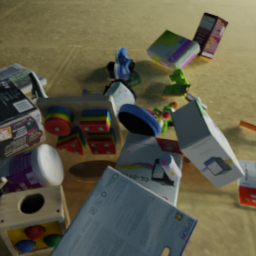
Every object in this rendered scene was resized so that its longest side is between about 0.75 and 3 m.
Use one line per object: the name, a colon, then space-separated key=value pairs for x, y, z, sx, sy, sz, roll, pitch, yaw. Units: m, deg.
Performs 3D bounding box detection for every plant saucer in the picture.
plant saucer: x=-1.128 y=1.446 z=9.162 sx=1.622 sy=0.287 sz=1.622 roll=-3 pitch=12 yaw=1

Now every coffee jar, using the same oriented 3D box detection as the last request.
coffee jar: x=-0.103 y=-2.204 z=13.559 sx=1.398 sy=0.596 sz=0.729 roll=-32 pitch=54 yaw=-18

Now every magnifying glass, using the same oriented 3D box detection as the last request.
magnifying glass: x=5.225 y=0.132 z=10.915 sx=0.214 sy=0.761 sz=1.911 roll=-27 pitch=36 yaw=-26

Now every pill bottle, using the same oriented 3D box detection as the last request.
pill bottle: x=-3.176 y=1.427 z=8.175 sx=2.292 sy=1.287 sz=1.287 roll=-21 pitch=38 yaw=11

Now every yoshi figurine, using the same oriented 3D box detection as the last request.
yoshi figurine: x=1.255 y=-0.296 z=10.690 sx=1.648 sy=0.923 sz=0.926 roll=-31 pitch=36 yaw=-22

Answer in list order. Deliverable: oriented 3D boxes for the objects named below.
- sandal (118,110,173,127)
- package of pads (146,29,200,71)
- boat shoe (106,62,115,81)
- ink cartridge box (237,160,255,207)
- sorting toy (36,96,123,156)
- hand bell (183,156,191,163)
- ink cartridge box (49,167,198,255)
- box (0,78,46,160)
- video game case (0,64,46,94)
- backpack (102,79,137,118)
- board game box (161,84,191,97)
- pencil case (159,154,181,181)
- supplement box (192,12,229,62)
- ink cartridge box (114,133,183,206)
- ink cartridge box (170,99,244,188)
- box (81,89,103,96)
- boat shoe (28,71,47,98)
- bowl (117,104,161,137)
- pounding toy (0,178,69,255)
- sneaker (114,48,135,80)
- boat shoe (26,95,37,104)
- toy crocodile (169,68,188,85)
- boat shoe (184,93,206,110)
sandal: x=0.826 y=-0.385 z=11.240 sx=2.490 sy=0.935 sz=0.561 roll=0 pitch=71 yaw=-10
package of pads: x=2.403 y=-4.237 z=15.533 sx=1.894 sy=0.836 sz=2.452 roll=-45 pitch=52 yaw=-5
boat shoe: x=-0.852 y=-3.213 z=14.961 sx=0.683 sy=0.606 sz=1.827 roll=0 pitch=39 yaw=0
ink cartridge box: x=4.245 y=1.805 z=9.025 sx=1.330 sy=0.393 sz=1.662 roll=9 pitch=39 yaw=10
sorting toy: x=-1.553 y=0.083 z=9.272 sx=2.415 sy=2.429 sz=0.845 roll=-1 pitch=55 yaw=8
hand bell: x=1.759 y=0.974 z=10.077 sx=1.061 sy=0.553 sz=0.553 roll=27 pitch=45 yaw=13
ink cartridge box: x=-0.084 y=2.681 z=6.746 sx=2.634 sy=0.570 sz=2.586 roll=30 pitch=69 yaw=12
box: x=-4.675 y=-0.429 z=10.782 sx=1.842 sy=1.600 sz=2.788 roll=-27 pitch=49 yaw=-29
video game case: x=-6.095 y=-2.197 z=13.934 sx=2.694 sy=0.346 sz=2.963 roll=29 pitch=48 yaw=30
backpack: x=-0.497 y=-1.112 z=11.716 sx=1.450 sy=1.100 sz=1.737 roll=45 pitch=58 yaw=-15
board game box: x=2.237 y=-1.727 z=12.987 sx=1.343 sy=0.201 sz=0.642 roll=1 pitch=52 yaw=41
pencil case: x=1.124 y=1.052 z=7.454 sx=0.370 sy=0.890 sz=0.404 roll=-24 pitch=46 yaw=11
supplement box: x=4.407 y=-5.010 z=15.555 sx=1.278 sy=2.316 sz=0.992 roll=-2 pitch=31 yaw=-45
ink cartridge box: x=0.608 y=1.559 z=8.733 sx=1.988 sy=1.130 sz=2.728 roll=9 pitch=40 yaw=11
ink cartridge box: x=2.498 y=0.535 z=8.922 sx=1.051 sy=2.403 sz=1.746 roll=-31 pitch=35 yaw=20
box: x=-1.510 y=-1.373 z=12.688 sx=1.208 sy=0.423 sz=0.388 roll=17 pitch=52 yaw=21
boat shoe: x=-3.500 y=-1.359 z=10.868 sx=0.500 sy=1.659 sz=0.627 roll=-26 pitch=13 yaw=-6
bowl: x=0.347 y=-0.164 z=9.691 sx=1.643 sy=1.643 sz=0.323 roll=23 pitch=65 yaw=26
pounding toy: x=-2.817 y=2.314 z=6.986 sx=2.453 sy=2.155 sz=1.122 roll=-8 pitch=42 yaw=-10
sneaker: x=-0.150 y=-3.082 z=13.554 sx=0.966 sy=0.851 sz=2.166 roll=2 pitch=52 yaw=1
boat shoe: x=-4.455 y=-1.294 z=12.738 sx=1.054 sy=0.449 sz=0.389 roll=-19 pitch=42 yaw=-17
toy crocodile: x=2.552 y=-2.261 z=13.802 sx=0.731 sy=0.669 sz=2.166 roll=-30 pitch=38 yaw=22
boat shoe: x=3.008 y=-1.178 z=12.230 sx=1.074 sy=0.380 sz=0.372 roll=33 pitch=76 yaw=-1
